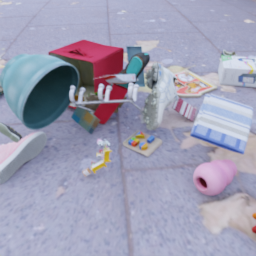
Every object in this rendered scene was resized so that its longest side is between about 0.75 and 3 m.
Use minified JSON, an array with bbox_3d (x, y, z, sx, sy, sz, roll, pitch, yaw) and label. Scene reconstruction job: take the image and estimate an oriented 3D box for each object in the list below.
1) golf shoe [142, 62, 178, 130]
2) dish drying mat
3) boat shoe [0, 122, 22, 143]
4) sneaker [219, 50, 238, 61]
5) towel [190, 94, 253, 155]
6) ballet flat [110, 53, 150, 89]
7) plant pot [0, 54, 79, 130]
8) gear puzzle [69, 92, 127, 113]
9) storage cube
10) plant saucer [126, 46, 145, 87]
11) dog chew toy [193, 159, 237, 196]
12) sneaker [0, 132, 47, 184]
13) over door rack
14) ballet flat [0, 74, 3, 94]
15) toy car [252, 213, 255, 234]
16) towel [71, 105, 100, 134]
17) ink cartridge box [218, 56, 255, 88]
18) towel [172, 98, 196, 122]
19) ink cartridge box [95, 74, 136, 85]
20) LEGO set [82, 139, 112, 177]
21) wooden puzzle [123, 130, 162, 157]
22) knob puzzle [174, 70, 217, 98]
[{"bbox_3d":[1.418,-1.188,11.058,1.453,1.170,2.988,18,62,-19],"label":"golf shoe"},{"bbox_3d":[-0.770,-0.931,11.287,0.739,1.923,0.175,19,33,-30],"label":"dish drying mat"},{"bbox_3d":[-3.532,0.109,8.325,0.822,0.293,0.248,42,29,-9],"label":"boat shoe"},{"bbox_3d":[6.198,-4.120,16.510,1.627,0.730,0.545,29,46,32],"label":"sneaker"},{"bbox_3d":[3.257,-0.214,9.610,1.805,0.293,2.457,20,46,14],"label":"towel"},{"bbox_3d":[0.143,-2.138,11.255,0.835,2.456,0.840,49,50,-2],"label":"ballet flat"},{"bbox_3d":[-3.369,-1.541,10.124,1.818,2.714,2.714,35,47,14],"label":"plant pot"},{"bbox_3d":[-1.292,-1.067,11.455,2.330,1.207,0.305,2,55,-29],"label":"gear puzzle"},{"bbox_3d":[-1.788,-2.414,12.725,2.359,2.759,2.480,18,35,23],"label":"storage cube"},{"bbox_3d":[0.395,-2.889,13.241,0.735,2.101,0.199,6,40,17],"label":"plant saucer"},{"bbox_3d":[2.882,1.496,9.017,1.650,1.028,1.028,-19,41,-33],"label":"dog chew toy"},{"bbox_3d":[-4.119,0.779,9.935,1.285,0.925,2.459,23,46,20],"label":"sneaker"},{"bbox_3d":[-0.629,-0.934,10.430,2.207,2.988,0.995,-1,75,11],"label":"over door rack"},{"bbox_3d":[-6.269,-2.157,13.766,0.842,0.934,2.482,14,39,35],"label":"ballet flat"},{"bbox_3d":[3.870,2.724,7.471,0.983,1.147,1.311,-38,41,7],"label":"toy car"},{"bbox_3d":[-1.712,-0.355,11.207,1.109,0.813,0.120,39,31,5],"label":"towel"},{"bbox_3d":[6.087,-2.981,14.781,2.363,1.034,1.717,8,37,8],"label":"ink cartridge box"},{"bbox_3d":[2.433,-0.816,12.181,1.089,0.124,0.784,33,52,-7],"label":"towel"},{"bbox_3d":[-0.518,-1.776,10.432,1.298,0.325,1.052,-12,8,-28],"label":"ink cartridge box"},{"bbox_3d":[-0.996,0.975,9.394,0.697,1.516,0.564,16,29,-28],"label":"LEGO set"},{"bbox_3d":[0.562,0.530,10.812,1.186,0.275,1.099,25,44,29],"label":"wooden puzzle"},{"bbox_3d":[2.827,-2.311,14.422,2.901,0.402,2.901,0,38,0],"label":"knob puzzle"}]
